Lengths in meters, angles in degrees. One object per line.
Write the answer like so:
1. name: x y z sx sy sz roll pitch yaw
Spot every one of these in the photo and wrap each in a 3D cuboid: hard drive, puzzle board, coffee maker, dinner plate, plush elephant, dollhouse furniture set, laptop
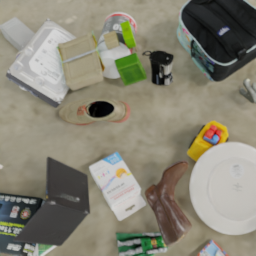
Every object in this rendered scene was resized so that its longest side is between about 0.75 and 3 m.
1. hard drive: -2.644 -2.288 9.731 1.925 0.521 2.755 33 59 -17
2. puzzle board: 2.284 3.875 6.604 1.470 0.170 1.950 -33 61 -24
3. coffee maker: 1.083 -2.110 9.802 0.738 1.095 1.052 -38 61 -18
4. dinner plate: 2.882 1.618 7.480 2.477 0.300 2.477 1 84 -5
5. plush elephant: 4.360 -1.235 9.231 0.847 0.901 1.093 -31 63 -1
6. dollhouse furniture set: -0.897 -2.272 9.635 2.606 1.308 1.707 -17 73 9
7. laptop: -1.816 1.882 6.969 1.003 1.620 1.730 -21 57 20

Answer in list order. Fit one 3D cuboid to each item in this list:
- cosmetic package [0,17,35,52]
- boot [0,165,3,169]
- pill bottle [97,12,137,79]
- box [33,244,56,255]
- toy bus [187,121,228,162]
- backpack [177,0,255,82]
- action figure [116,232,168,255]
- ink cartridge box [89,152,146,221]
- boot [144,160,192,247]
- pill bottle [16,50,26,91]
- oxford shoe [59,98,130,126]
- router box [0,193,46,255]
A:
1. cosmetic package: -4.229 -3.580 10.967 0.807 0.681 1.511 -38 69 -19
2. boot: -4.434 1.138 8.301 1.409 0.512 0.636 17 69 18
3. pill bottle: -0.447 -3.004 10.246 1.272 1.272 2.234 7 60 4
4. box: -2.419 2.830 7.409 0.795 0.200 1.101 -32 64 -17
5. toy bus: 2.485 0.264 8.299 0.928 1.313 1.368 30 62 18
6. backpack: 3.163 -3.282 9.741 2.578 2.186 2.903 -35 75 -5
7. action figure: 0.481 3.005 7.217 1.498 0.410 0.885 -7 56 -8
8. ink cartridge box: -0.289 1.631 7.911 0.951 0.560 1.651 -28 63 -15
9. boot: 1.245 1.873 7.025 1.621 0.559 1.739 -50 33 17
10. pill bottle: -3.561 -2.019 9.941 0.803 0.803 1.341 -9 61 -6
11. oxford shoe: -1.213 -0.574 8.521 2.462 0.921 0.867 -4 82 25
12. router box: -3.161 2.455 7.214 1.878 0.583 1.407 2 59 15
